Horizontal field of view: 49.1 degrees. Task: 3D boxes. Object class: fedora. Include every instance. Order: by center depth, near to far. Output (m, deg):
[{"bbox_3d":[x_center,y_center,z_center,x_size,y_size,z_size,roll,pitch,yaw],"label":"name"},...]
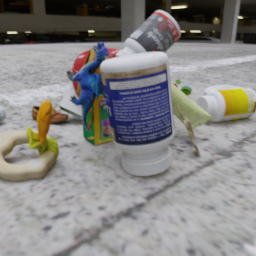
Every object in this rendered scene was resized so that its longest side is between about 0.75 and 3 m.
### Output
[{"bbox_3d":[-1.051,-1.650,8.513,0.657,1.612,1.612,17,17,-17],"label":"fedora"}]

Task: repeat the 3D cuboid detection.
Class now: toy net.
[{"bbox_3d":[1.677,-1.122,9.495,0.664,1.266,0.244,25,61,0],"label":"toy net"}]

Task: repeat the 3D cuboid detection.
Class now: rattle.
[{"bbox_3d":[-3.319,0.216,7.242,2.792,1.994,1.818,13,56,10],"label":"rattle"}]

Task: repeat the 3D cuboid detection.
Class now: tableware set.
[{"bbox_3d":[1.869,0.061,8.516,0.173,1.243,1.488,-23,25,11],"label":"tableware set"}]

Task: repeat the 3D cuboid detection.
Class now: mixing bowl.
[{"bbox_3d":[-0.614,-1.964,10.729,2.755,2.755,1.492,-21,2,-42],"label":"mixing bowl"}]

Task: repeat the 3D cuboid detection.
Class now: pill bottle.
[{"bbox_3d":[0.325,-0.362,7.216,1.678,2.900,1.678,-8,19,3],"label":"pill bottle"},{"bbox_3d":[0.600,-2.579,8.723,1.939,1.123,1.123,-46,33,-5],"label":"pill bottle"},{"bbox_3d":[3.868,-0.908,11.069,2.237,1.222,1.222,-7,23,-19],"label":"pill bottle"}]

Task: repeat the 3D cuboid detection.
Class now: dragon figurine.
[{"bbox_3d":[-0.892,-1.039,7.347,1.173,2.359,0.694,-5,3,24],"label":"dragon figurine"}]

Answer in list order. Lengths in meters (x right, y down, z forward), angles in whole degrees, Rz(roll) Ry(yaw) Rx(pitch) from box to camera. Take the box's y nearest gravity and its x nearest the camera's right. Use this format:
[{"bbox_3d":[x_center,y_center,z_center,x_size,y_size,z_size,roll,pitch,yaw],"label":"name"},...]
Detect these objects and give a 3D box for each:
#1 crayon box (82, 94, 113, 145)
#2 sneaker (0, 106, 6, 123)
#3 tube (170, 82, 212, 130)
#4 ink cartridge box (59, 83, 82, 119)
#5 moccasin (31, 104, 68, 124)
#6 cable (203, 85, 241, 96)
[{"bbox_3d":[-0.157,-0.609,9.595,2.801,1.664,0.816,-14,29,-32],"label":"crayon box"},{"bbox_3d":[-6.163,-0.660,10.711,2.839,1.037,1.005,7,18,15],"label":"sneaker"},{"bbox_3d":[1.550,-0.871,9.161,2.515,0.653,0.730,40,-9,-15],"label":"tube"},{"bbox_3d":[-1.726,-1.453,11.068,1.096,2.111,0.626,26,-13,-3],"label":"ink cartridge box"},{"bbox_3d":[-3.086,-0.572,11.002,1.705,0.658,0.624,13,25,30],"label":"moccasin"},{"bbox_3d":[4.593,-1.401,12.969,2.174,0.753,2.174,-8,23,-19],"label":"cable"}]
